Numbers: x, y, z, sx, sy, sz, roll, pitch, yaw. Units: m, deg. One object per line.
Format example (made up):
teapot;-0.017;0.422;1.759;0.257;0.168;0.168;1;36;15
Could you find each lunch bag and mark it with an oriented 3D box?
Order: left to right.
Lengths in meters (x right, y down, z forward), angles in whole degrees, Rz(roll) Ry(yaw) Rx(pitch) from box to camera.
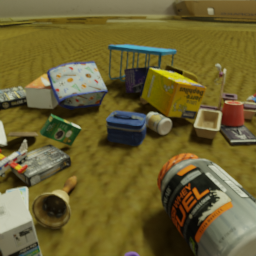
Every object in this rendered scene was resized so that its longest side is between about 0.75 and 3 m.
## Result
lunch bag;-2.135;-1.698;11.381;1.991;1.233;1.693;-11;62;-32
lunch bag;-0.097;-0.076;9.217;1.359;0.899;0.923;8;28;14

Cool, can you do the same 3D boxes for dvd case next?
dvd case;3.732;0.207;9.537;0.976;0.105;1.313;-1;27;-5

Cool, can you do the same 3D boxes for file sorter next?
file sorter;0.648;-3.157;14.081;2.838;1.741;1.969;15;22;26

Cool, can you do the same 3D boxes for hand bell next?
hand bell;-1.512;1.516;6.565;0.838;0.838;1.610;3;16;6

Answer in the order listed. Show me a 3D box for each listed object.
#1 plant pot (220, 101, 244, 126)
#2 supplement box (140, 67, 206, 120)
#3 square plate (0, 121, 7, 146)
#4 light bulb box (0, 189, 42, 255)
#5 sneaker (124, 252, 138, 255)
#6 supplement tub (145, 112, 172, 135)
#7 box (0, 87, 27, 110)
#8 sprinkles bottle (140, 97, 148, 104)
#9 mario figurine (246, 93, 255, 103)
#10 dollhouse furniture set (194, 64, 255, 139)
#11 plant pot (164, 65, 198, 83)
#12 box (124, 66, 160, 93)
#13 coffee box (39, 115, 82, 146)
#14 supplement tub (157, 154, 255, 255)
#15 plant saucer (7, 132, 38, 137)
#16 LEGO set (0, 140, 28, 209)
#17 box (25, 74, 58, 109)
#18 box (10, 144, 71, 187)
plant pot;3.772;-0.542;10.134;0.872;0.772;0.872;0;17;0
supplement box;1.628;-1.374;10.759;1.270;1.278;2.334;4;23;-27
square plate;-5.008;-0.093;8.986;2.003;0.285;1.984;25;11;-37
light bulb box;-2.146;1.904;5.280;0.627;1.005;0.996;-18;32;-27
sneaker;-0.049;2.649;4.170;0.691;0.715;1.713;0;28;1
supplement tub;1.034;-0.166;9.705;0.599;0.599;0.828;-18;32;-31
box;-5.076;-1.352;12.247;1.274;0.388;1.580;-19;33;-29
sprinkles bottle;1.104;-1.357;12.220;1.196;0.408;0.408;-18;32;-30
mario figurine;5.748;-1.091;11.668;1.847;0.979;1.140;-30;75;-28
dollhouse furniture set;3.442;-0.953;9.724;2.219;1.988;2.801;10;29;18
plant pot;2.381;-1.994;12.655;1.300;1.271;1.263;5;21;-35
box;0.669;-2.178;12.647;1.495;1.106;0.780;-2;10;24
coffee box;-2.016;0.082;8.437;1.099;0.676;0.242;25;13;-44
supplement tub;1.591;1.590;5.376;1.483;1.483;2.420;-10;28;-18
plant saucer;-3.404;0.211;9.064;0.932;0.137;0.932;-1;-1;0
LEGO set;-3.403;1.158;6.878;1.787;0.587;2.392;-8;39;-13
box;-3.474;-1.618;12.187;1.145;0.897;1.841;5;29;9
box;-2.430;0.993;7.785;1.043;0.318;1.316;23;35;37
